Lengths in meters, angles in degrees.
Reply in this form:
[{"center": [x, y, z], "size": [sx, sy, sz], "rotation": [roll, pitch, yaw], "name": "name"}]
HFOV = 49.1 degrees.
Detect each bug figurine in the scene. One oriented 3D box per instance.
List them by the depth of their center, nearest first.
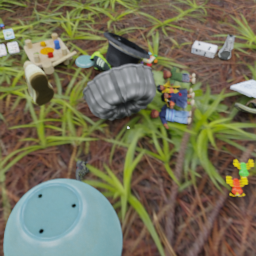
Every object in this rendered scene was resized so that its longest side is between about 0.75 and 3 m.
[{"center": [3.846, 1.539, 8.299], "size": [1.779, 0.458, 1.380], "rotation": [1, 39, 19], "name": "bug figurine"}]

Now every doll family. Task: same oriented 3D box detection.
[{"center": [1.644, -1.134, 10.433], "size": [1.449, 0.983, 2.506], "rotation": [9, 52, 2], "name": "doll family"}]

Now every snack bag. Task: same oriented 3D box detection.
[{"center": [5.059, -1.361, 10.661], "size": [1.641, 0.186, 1.740], "rotation": [-17, 37, -37], "name": "snack bag"}]

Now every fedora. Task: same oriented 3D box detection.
[{"center": [-0.222, -3.058, 11.739], "size": [2.410, 1.100, 2.410], "rotation": [24, 23, -10], "name": "fedora"}]

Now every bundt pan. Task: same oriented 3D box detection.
[{"center": [-0.178, -1.042, 9.473], "size": [2.557, 2.557, 0.960], "rotation": [-16, 74, -14], "name": "bundt pan"}]

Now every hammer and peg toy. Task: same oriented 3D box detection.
[{"center": [-3.350, -3.110, 12.212], "size": [1.782, 0.854, 2.422], "rotation": [-22, 53, -20], "name": "hammer and peg toy"}]

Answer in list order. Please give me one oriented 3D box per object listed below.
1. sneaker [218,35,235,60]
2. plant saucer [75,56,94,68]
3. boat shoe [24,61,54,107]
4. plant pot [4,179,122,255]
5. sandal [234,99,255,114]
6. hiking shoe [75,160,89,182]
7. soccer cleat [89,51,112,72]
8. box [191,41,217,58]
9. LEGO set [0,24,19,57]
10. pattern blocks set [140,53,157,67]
[{"center": [4.549, -3.795, 12.804], "size": [0.541, 0.832, 1.441], "rotation": [17, 51, 15], "name": "sneaker"}, {"center": [-1.941, -3.013, 12.604], "size": [0.866, 0.119, 0.866], "rotation": [0, 48, 0], "name": "plant saucer"}, {"center": [-2.906, -1.361, 9.034], "size": [0.728, 1.997, 0.628], "rotation": [-33, 76, -14], "name": "boat shoe"}, {"center": [-1.620, 2.376, 6.676], "size": [2.945, 1.983, 2.945], "rotation": [0, 48, 0], "name": "plant pot"}, {"center": [4.757, -0.773, 10.204], "size": [1.843, 0.526, 0.732], "rotation": [4, 6, -5], "name": "sandal"}, {"center": [-1.398, 1.361, 8.593], "size": [0.404, 0.304, 0.802], "rotation": [2, 57, -7], "name": "hiking shoe"}, {"center": [-1.111, -2.648, 12.092], "size": [0.639, 0.533, 1.578], "rotation": [-38, 61, 3], "name": "soccer cleat"}, {"center": [3.538, -3.643, 13.017], "size": [1.046, 0.314, 0.610], "rotation": [18, 51, 16], "name": "box"}, {"center": [-6.226, -4.106, 13.476], "size": [1.582, 0.520, 2.118], "rotation": [-18, 63, -15], "name": "LEGO set"}, {"center": [0.931, -3.103, 12.704], "size": [0.811, 0.075, 0.922], "rotation": [32, 56, 25], "name": "pattern blocks set"}]
